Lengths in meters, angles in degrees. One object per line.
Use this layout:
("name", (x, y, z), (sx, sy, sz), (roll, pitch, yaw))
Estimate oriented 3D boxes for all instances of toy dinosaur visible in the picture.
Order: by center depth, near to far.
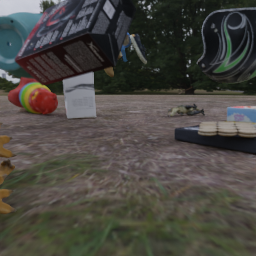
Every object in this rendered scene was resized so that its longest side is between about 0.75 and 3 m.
("toy dinosaur", (-1.960, 0.628, 2.613), (1.584, 0.901, 2.983), (-20, -3, 11))
("toy dinosaur", (2.863, -0.807, 12.780), (2.348, 0.557, 1.035), (-2, 1, -37))

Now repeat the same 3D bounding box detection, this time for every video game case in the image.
("video game case", (2.874, 0.173, 6.573), (2.387, 0.337, 2.642), (-7, 10, -40))

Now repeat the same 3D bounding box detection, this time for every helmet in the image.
("helmet", (3.006, -2.228, 7.877), (2.052, 1.956, 2.052), (-1, 15, 0))

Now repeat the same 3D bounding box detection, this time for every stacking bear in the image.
("stacking bear", (-4.392, -1.425, 13.621), (2.856, 1.734, 1.624), (22, -15, 49))

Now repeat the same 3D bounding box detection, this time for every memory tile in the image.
("memory tile", (2.112, 0.019, 6.028), (1.153, 0.126, 1.504), (2, 9, 18))

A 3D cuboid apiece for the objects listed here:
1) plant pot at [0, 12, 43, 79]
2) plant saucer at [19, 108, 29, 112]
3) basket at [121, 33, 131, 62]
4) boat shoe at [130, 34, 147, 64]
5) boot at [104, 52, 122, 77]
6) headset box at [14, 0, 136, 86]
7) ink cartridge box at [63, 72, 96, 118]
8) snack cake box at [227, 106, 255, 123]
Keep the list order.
("plant pot", (-3.014, -2.388, 8.176), (2.082, 2.082, 1.956), (1, 14, 7))
("plant saucer", (-5.434, -0.997, 15.274), (1.011, 0.149, 1.011), (0, 7, 0))
("basket", (-0.286, -3.144, 10.386), (0.803, 1.154, 1.018), (-20, -17, -1))
("boat shoe", (0.522, -3.309, 11.702), (0.411, 1.322, 0.493), (-28, 17, 0))
("boot", (-0.641, -2.844, 12.140), (1.026, 0.899, 0.339), (-36, 3, 32))
("headset box", (-1.330, -2.181, 6.630), (2.623, 1.949, 0.984), (-7, -37, 34))
("ink cartridge box", (-2.208, -1.964, 12.243), (1.219, 2.942, 2.159), (-5, 9, -13))
("snack cake box", (4.538, -0.443, 9.977), (0.969, 0.566, 1.685), (-9, 12, -38))
